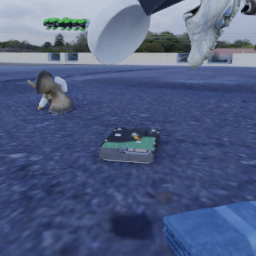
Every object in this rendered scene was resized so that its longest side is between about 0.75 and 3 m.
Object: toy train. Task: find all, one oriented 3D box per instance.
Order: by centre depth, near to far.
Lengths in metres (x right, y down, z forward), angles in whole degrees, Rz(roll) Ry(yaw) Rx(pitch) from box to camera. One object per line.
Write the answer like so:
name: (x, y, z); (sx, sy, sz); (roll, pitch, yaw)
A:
toy train: (-2.231, -3.796, 10.173); (1.928, 0.402, 0.544); (10, 44, 23)

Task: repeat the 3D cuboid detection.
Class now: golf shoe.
golf shoe: (3.959, -4.239, 8.702); (0.792, 1.676, 0.652); (-6, 49, 8)
golf shoe: (2.322, -3.202, 8.961); (1.415, 2.910, 1.139); (22, 54, 1)

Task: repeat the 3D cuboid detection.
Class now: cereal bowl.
cereal bowl: (-0.449, -3.495, 9.872); (1.032, 2.477, 2.477); (48, 37, 20)

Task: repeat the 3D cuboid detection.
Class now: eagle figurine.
eagle figurine: (-2.859, -1.279, 10.401); (1.515, 1.507, 1.997); (4, 1, -28)

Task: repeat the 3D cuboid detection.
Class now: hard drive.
hard drive: (0.094, 0.330, 6.098); (1.097, 0.297, 1.570); (3, 15, 10)

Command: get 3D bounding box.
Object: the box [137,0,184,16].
box: (0.563, -2.635, 3.825); (0.903, 1.580, 1.735); (-26, 11, 49)

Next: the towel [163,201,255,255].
towel: (1.099, 1.150, 3.015); (1.341, 0.325, 0.749); (-3, 16, -17)
